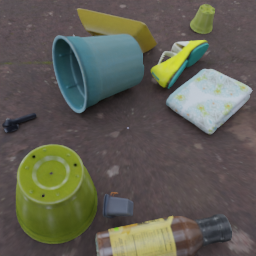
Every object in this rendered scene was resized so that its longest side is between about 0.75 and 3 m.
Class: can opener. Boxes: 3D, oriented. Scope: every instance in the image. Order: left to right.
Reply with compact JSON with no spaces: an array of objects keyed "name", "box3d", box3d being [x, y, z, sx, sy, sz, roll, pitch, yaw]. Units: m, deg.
[{"name":"can opener","box3d":[-3.299,-0.213,8.533,1.044,0.411,0.331,-27,15,-26]}]

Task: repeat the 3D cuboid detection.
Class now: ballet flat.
[{"name":"ballet flat","box3d":[1.820,-2.504,9.927,0.990,0.987,2.953,37,57,13]}]

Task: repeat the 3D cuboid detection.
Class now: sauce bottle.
[{"name":"sauce bottle","box3d":[0.742,2.352,5.822,2.783,0.901,0.901,-8,49,-10]}]

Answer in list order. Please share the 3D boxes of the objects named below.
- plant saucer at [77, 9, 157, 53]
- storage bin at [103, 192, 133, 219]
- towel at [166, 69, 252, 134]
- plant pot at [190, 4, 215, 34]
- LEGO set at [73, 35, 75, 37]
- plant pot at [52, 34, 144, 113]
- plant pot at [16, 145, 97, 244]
[{"name":"plant saucer","box3d":[-0.380,-3.469,10.462,2.520,0.610,2.519,18,6,14]},{"name":"storage bin","box3d":[-0.185,1.710,6.171,0.510,0.759,0.552,0,69,13]},{"name":"towel","box3d":[2.514,-0.941,8.757,2.079,0.501,1.780,-39,53,-17]},{"name":"plant pot","box3d":[3.267,-4.722,12.013,0.973,0.894,0.973,2,58,-4]},{"name":"LEGO set","box3d":[-1.781,-3.294,11.232,1.473,0.362,1.101,2,45,2]},{"name":"plant pot","box3d":[-0.873,-1.919,8.860,2.266,2.314,2.314,-22,51,-28]},{"name":"plant pot","box3d":[-1.532,1.284,5.882,1.866,1.797,1.866,4,58,-7]}]
